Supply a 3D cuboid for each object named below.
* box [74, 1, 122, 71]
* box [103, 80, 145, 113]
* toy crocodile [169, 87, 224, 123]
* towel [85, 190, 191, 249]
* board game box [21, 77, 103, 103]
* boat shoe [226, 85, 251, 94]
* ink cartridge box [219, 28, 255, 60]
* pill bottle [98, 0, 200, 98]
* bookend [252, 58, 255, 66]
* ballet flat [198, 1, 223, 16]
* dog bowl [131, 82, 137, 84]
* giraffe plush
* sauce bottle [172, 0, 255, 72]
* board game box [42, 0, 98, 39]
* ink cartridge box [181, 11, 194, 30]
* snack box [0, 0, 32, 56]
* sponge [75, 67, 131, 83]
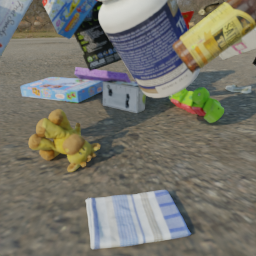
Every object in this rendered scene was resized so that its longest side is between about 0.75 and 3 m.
[{"bbox_3d":[-0.618,-3.964,10.407,2.968,2.867,0.705,-19,19,7],"label":"box"},{"bbox_3d":[-0.170,-1.180,10.313,1.630,0.951,0.490,14,23,34],"label":"box"},{"bbox_3d":[2.229,-0.927,9.871,0.990,0.906,2.933,35,-1,-34],"label":"toy crocodile"},{"bbox_3d":[0.100,1.476,4.697,1.578,0.188,1.159,-4,23,-9],"label":"towel"},{"bbox_3d":[-2.810,-1.725,12.204,2.822,0.516,2.135,9,24,22],"label":"board game box"},{"bbox_3d":[4.972,-1.797,12.612,1.108,0.355,0.408,17,28,37],"label":"boat shoe"},{"bbox_3d":[4.121,-3.353,9.919,1.330,0.779,1.841,-57,23,-20],"label":"ink cartridge box"},{"bbox_3d":[0.376,-2.156,6.039,1.588,2.861,1.588,-21,41,19],"label":"pill bottle"},{"bbox_3d":[3.904,-1.825,7.083,0.981,0.975,0.452,40,-1,15],"label":"bookend"},{"bbox_3d":[3.022,-4.402,10.268,0.930,0.313,0.216,-22,8,9],"label":"ballet flat"},{"bbox_3d":[0.280,-1.436,11.144,0.307,0.779,0.779,-5,22,-21],"label":"dog bowl"},{"bbox_3d":[-1.359,0.412,6.471,1.154,1.228,1.423,32,1,36],"label":"giraffe plush"},{"bbox_3d":[1.634,-1.682,4.396,1.946,0.642,0.642,-37,12,20],"label":"sauce bottle"},{"bbox_3d":[-1.770,-3.923,8.515,0.472,1.653,1.688,10,44,-50],"label":"board game box"},{"bbox_3d":[1.086,-2.626,8.319,1.497,0.442,1.870,-12,-12,-4],"label":"ink cartridge box"},{"bbox_3d":[-3.041,-3.023,6.934,0.793,2.993,2.128,29,10,-33],"label":"snack box"},{"bbox_3d":[-1.091,-2.251,12.763,2.398,0.358,1.338,9,-7,13],"label":"sponge"}]
